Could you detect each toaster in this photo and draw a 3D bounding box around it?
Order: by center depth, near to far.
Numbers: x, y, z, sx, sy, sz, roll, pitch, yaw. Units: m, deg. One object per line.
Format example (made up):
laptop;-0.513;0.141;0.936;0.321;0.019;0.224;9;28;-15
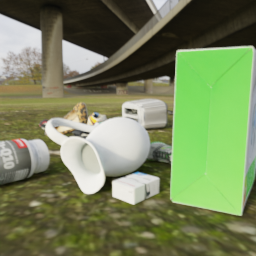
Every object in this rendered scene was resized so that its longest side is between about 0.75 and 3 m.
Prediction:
toaster;0.939;-0.745;16.036;1.887;1.660;2.922;-9;14;-31

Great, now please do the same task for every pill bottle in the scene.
pill bottle;-2.891;0.807;6.755;1.003;1.003;1.762;7;11;41

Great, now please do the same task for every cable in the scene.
cable;-1.111;0.235;12.489;2.397;0.609;1.956;-6;10;-41

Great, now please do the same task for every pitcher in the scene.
pitcher;-0.668;0.355;7.073;2.097;1.482;2.445;45;30;16

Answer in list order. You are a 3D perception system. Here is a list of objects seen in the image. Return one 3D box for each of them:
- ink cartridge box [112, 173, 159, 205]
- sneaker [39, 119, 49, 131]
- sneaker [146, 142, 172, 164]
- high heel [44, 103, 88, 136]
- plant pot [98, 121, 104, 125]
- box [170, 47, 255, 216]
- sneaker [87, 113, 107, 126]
ink cartridge box;0.164;1.252;5.896;0.611;0.356;0.845;8;11;41
sneaker;-3.759;-0.010;14.435;1.635;0.659;0.611;15;-31;23
sneaker;1.169;0.778;8.513;1.544;0.602;0.658;2;8;8
high heel;-2.677;-0.271;12.056;1.736;0.869;2.435;-14;-22;-24
plant pot;-1.110;0.060;12.606;0.869;0.582;0.869;-12;-17;-4
box;2.015;-0.076;6.103;1.422;2.941;2.595;6;8;30
sneaker;-1.810;-0.298;14.740;0.867;1.043;2.315;-7;11;-43
